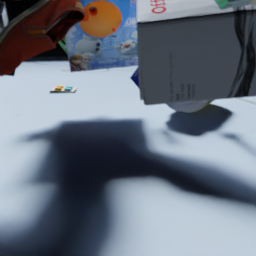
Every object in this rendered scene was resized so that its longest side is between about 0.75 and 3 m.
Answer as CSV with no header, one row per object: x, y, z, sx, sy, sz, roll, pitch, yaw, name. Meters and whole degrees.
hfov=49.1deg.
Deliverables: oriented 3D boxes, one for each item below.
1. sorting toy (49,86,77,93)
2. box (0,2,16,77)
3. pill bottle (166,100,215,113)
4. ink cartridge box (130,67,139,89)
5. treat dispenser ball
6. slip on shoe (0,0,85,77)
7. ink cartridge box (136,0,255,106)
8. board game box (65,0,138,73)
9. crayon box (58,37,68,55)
-3.281,-2.001,14.295,1.284,0.234,1.188,-2,17,-4,sorting toy
-4.097,-2.383,7.527,1.792,2.236,0.495,4,57,-11,box
2.407,-1.494,10.292,1.661,1.661,2.955,10,19,30,pill bottle
1.406,-2.256,7.570,1.409,0.663,2.997,6,56,52,ink cartridge box
-0.770,-3.155,7.163,1.658,1.658,1.658,0,17,0,treat dispenser ball
-1.909,-1.925,5.893,2.431,0.744,0.900,-42,-13,-2,slip on shoe
1.507,-1.449,3.881,2.827,1.192,2.065,-5,43,5,ink cartridge box
-0.718,-3.111,9.545,2.791,2.778,0.605,-9,62,-10,board game box
-1.808,-3.985,11.004,2.555,1.606,0.659,-38,0,-43,crayon box
